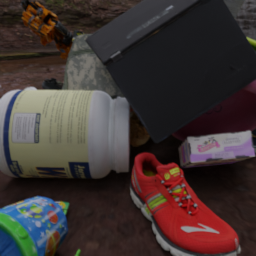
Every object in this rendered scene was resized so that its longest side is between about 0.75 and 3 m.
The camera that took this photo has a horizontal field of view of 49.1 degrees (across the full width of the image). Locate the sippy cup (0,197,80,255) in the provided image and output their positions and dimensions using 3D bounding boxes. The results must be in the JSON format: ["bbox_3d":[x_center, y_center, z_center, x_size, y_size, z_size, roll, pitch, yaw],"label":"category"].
[{"bbox_3d":[-1.562,1.633,4.131,1.290,1.642,1.203,-39,-5,20],"label":"sippy cup"}]

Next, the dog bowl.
[{"bbox_3d":[2.047,-0.606,6.846,2.843,2.843,1.048,0,55,-1],"label":"dog bowl"}]

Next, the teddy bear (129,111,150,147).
[{"bbox_3d":[-0.211,-0.277,9.206,2.090,0.962,2.883,-20,34,-30],"label":"teddy bear"}]

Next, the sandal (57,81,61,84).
[{"bbox_3d":[-2.671,-1.214,11.260,0.412,1.443,0.573,26,46,35],"label":"sandal"}]

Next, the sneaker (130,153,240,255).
[{"bbox_3d":[0.782,1.252,5.046,1.058,1.167,2.747,-11,23,-28],"label":"sneaker"}]

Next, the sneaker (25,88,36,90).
[{"bbox_3d":[-4.346,-1.159,12.040,1.076,0.925,2.541,-15,24,-33],"label":"sneaker"}]

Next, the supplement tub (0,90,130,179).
[{"bbox_3d":[-1.418,0.148,6.712,2.893,2.097,2.097,1,20,1],"label":"supplement tub"}]

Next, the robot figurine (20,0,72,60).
[{"bbox_3d":[-2.446,-2.977,8.692,1.762,0.707,2.430,35,-2,2],"label":"robot figurine"}]

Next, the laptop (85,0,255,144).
[{"bbox_3d":[0.832,-1.641,6.164,2.654,1.642,2.834,-33,38,0],"label":"laptop"}]

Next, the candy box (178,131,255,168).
[{"bbox_3d":[1.965,0.553,6.565,1.353,0.577,1.613,-6,-12,3],"label":"candy box"}]

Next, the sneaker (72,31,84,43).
[{"bbox_3d":[-1.455,-2.863,8.994,0.357,0.406,0.960,5,6,18],"label":"sneaker"}]

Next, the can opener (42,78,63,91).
[{"bbox_3d":[-2.091,-1.266,9.776,1.836,0.483,0.610,12,53,-23],"label":"can opener"}]

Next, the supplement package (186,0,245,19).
[{"bbox_3d":[1.782,-2.510,6.583,0.892,1.628,0.926,-1,41,-28],"label":"supplement package"}]

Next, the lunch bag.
[{"bbox_3d":[-0.528,-1.485,8.022,2.462,1.715,2.065,1,59,13],"label":"lunch bag"}]

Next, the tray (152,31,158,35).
[{"bbox_3d":[0.980,-3.500,11.365,0.353,0.941,1.907,-17,68,-27],"label":"tray"}]

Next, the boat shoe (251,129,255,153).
[{"bbox_3d":[4.009,0.132,8.164,2.517,1.142,0.890,5,21,14],"label":"boat shoe"}]

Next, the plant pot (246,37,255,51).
[{"bbox_3d":[2.447,-1.615,8.965,2.735,2.481,2.721,34,44,26],"label":"plant pot"}]

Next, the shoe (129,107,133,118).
[{"bbox_3d":[0.049,-0.901,8.854,0.586,0.746,1.639,19,32,18],"label":"shoe"}]

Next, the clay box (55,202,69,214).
[{"bbox_3d":[-1.643,1.653,5.326,0.965,0.230,0.555,0,20,1],"label":"clay box"}]
